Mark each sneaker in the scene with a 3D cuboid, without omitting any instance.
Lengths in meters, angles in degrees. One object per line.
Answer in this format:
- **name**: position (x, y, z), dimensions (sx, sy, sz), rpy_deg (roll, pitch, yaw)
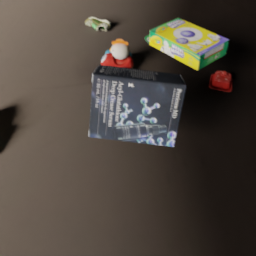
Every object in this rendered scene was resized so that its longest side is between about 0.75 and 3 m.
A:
- **sneaker**: position (-1.518, -4.945, 13.527), dimensions (1.304, 0.501, 0.578), rpy_deg (9, 61, 10)

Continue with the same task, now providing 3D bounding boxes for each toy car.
- **toy car**: position (-0.459, -2.984, 11.323), dimensions (1.347, 1.523, 1.403), rpy_deg (3, 52, 2)

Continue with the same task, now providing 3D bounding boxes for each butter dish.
- **butter dish**: position (3.730, -1.950, 11.074), dimensions (0.887, 0.656, 0.885), rpy_deg (14, 53, 11)

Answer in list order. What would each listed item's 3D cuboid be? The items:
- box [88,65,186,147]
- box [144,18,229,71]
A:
- **box**: position (0.202, -0.629, 7.734), dimensions (2.379, 1.765, 1.274), rpy_deg (6, 24, 0)
- **box**: position (1.954, -3.082, 9.858), dimensions (1.562, 0.644, 2.663), rpy_deg (-32, 50, -26)
